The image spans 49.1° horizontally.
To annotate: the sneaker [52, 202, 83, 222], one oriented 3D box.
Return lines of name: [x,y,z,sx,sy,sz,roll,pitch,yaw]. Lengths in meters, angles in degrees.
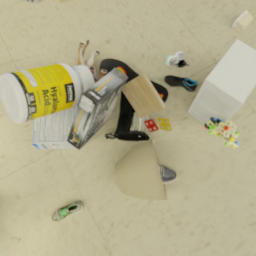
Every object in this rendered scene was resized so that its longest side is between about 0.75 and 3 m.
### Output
sneaker: [-2.074,2.782,9.412,1.105,0.490,0.425,-26,72,-9]

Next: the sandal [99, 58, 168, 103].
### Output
sandal: [0.154,-1.695,11.029,2.957,0.666,1.111,27,78,-6]

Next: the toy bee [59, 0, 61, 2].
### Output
toy bee: [-3.066,-6.077,12.614,1.145,0.623,0.750,39,65,-13]

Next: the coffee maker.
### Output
coffee maker: [0.042,-0.455,10.232,1.638,1.149,1.706,6,69,3]

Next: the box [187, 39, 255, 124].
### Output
box: [3.390,-1.348,9.759,1.373,2.583,1.967,37,73,11]

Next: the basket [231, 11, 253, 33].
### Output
basket: [4.922,-4.531,12.024,0.773,0.524,0.477,-43,78,-14]

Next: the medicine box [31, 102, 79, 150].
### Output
medicine box: [-2.542,-0.069,10.222,1.685,0.867,1.535,-2,71,0]

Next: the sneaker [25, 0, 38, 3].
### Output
sneaker: [-4.845,-6.472,12.628,2.075,0.838,1.198,16,67,-1]

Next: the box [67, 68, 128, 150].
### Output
box: [-0.998,-0.582,8.890,0.548,2.266,1.795,35,45,5]

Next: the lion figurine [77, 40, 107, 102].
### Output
lion figurine: [-1.523,-2.058,10.887,0.928,1.568,2.561,3,52,-22]

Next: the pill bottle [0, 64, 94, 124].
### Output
pill bottle: [-2.478,-1.218,8.917,2.711,1.509,1.509,-24,70,-38]

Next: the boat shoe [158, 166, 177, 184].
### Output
boat shoe: [1.000,1.524,9.568,1.556,0.722,0.581,4,62,-8]

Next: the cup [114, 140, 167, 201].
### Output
cup: [0.363,1.504,9.188,1.424,1.991,1.991,-14,71,5]

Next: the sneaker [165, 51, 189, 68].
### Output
sneaker: [1.682,-2.094,8.811,0.659,0.366,0.942,30,47,31]

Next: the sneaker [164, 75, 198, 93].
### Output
sneaker: [2.070,-1.835,10.937,1.334,0.546,0.488,15,69,0]

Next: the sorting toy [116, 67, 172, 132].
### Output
sorting toy: [0.602,-1.005,9.158,0.445,1.268,2.631,-40,102,-35]

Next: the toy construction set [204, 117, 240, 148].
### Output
toy construction set: [2.998,0.115,8.795,0.727,1.579,1.035,-43,63,11]
